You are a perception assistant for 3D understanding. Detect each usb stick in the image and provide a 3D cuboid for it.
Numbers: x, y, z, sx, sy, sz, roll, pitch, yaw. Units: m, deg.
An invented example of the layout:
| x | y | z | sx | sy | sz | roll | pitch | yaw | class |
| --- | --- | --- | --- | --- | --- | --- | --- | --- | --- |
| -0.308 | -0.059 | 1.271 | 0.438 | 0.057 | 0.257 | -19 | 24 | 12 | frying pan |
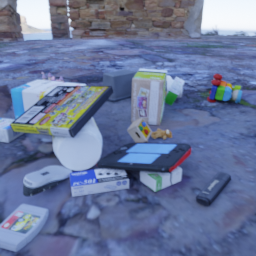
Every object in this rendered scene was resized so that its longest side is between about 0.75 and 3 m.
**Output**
| x | y | z | sx | sy | sz | roll | pitch | yaw | class |
| --- | --- | --- | --- | --- | --- | --- | --- | --- | --- |
| 2.353 | 1.634 | 7.637 | 0.439 | 0.258 | 1.584 | 18 | 29 | 35 | usb stick |

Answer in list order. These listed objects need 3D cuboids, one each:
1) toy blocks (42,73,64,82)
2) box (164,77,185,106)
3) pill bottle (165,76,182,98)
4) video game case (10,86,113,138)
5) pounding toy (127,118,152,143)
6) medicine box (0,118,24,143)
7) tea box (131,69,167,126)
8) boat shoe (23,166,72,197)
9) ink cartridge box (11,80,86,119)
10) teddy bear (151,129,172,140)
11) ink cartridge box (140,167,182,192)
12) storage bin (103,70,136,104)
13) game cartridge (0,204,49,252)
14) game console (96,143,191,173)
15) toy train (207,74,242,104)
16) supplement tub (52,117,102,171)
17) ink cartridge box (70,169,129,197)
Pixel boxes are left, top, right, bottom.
| x | y | z | sx | sy | sz | roll | pitch | yaw | class |
| --- | --- | --- | --- | --- | --- | --- | --- | --- | --- |
| -4.644 | -2.749 | 16.898 | 1.235 | 1.112 | 1.321 | 4 | 23 | 8 | toy blocks |
| 2.253 | -1.782 | 13.753 | 0.518 | 1.071 | 0.945 | 27 | 65 | 3 | box |
| 1.653 | -2.158 | 15.180 | 2.444 | 1.360 | 1.360 | 0 | 23 | 3 | pill bottle |
| -2.017 | -0.626 | 8.845 | 2.295 | 0.324 | 2.539 | 4 | 37 | 26 | video game case |
| 0.600 | 0.118 | 10.216 | 0.499 | 0.958 | 1.090 | -26 | 16 | 35 | pounding toy |
| -4.821 | 0.081 | 10.919 | 1.086 | 0.559 | 0.989 | 7 | 23 | 15 | medicine box |
| 0.943 | -1.426 | 12.513 | 1.337 | 2.002 | 1.969 | 7 | 27 | 11 | tea box |
| -2.220 | 1.430 | 7.689 | 0.590 | 0.487 | 1.719 | 25 | 13 | 23 | boat shoe |
| -3.127 | -0.860 | 11.555 | 2.435 | 1.778 | 1.786 | 8 | 24 | 18 | ink cartridge box |
| 1.287 | 0.232 | 10.917 | 0.874 | 0.292 | 0.634 | 3 | 25 | 7 | teddy bear |
| 0.949 | 1.358 | 8.067 | 0.996 | 0.420 | 0.727 | -13 | 26 | -31 | ink cartridge box |
| -0.525 | -2.410 | 15.665 | 2.183 | 1.466 | 1.589 | -19 | 30 | -39 | storage bin |
| -2.390 | 2.208 | 6.338 | 0.830 | 0.255 | 1.246 | 10 | 25 | 14 | game cartridge |
| 0.544 | 0.840 | 8.492 | 2.395 | 0.372 | 2.118 | -1 | 9 | 29 | game console |
| 5.447 | -2.248 | 15.528 | 1.658 | 1.213 | 2.865 | 16 | 31 | 15 | toy train |
| -1.682 | 0.313 | 9.113 | 1.521 | 1.521 | 2.098 | -6 | 24 | -14 | supplement tub |
| -0.822 | 1.485 | 7.872 | 1.566 | 0.346 | 0.736 | -6 | 23 | -13 | ink cartridge box |
